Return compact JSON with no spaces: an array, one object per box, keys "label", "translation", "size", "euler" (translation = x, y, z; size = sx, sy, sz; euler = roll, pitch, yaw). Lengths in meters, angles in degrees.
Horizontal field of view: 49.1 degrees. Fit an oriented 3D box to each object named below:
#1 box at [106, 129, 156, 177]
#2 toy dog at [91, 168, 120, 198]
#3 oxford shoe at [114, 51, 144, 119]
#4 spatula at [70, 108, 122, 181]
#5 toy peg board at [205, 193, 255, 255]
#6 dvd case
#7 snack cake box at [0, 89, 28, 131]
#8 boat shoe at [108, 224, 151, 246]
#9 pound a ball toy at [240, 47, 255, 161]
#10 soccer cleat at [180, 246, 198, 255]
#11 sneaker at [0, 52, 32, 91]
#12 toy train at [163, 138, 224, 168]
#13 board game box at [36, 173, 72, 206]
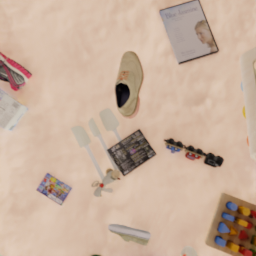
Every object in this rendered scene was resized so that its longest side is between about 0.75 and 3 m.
[{"label":"box","translation":[0.101,0.743,8.430],"size":[1.197,0.261,0.959],"euler":[-34,84,-10]},{"label":"toy dog","translation":[-0.577,1.647,8.261],"size":[0.989,0.652,0.476],"euler":[-44,115,2]},{"label":"oxford shoe","translation":[-0.002,-1.114,6.596],"size":[0.609,0.635,1.722],"euler":[-7,72,20]},{"label":"spatula","translation":[-0.694,0.554,8.579],"size":[1.421,0.164,2.043],"euler":[-29,82,-6]},{"label":"toy peg board","translation":[3.267,2.890,7.903],"size":[1.599,0.785,1.605],"euler":[21,82,3]},{"label":"dvd case","translation":[1.975,-3.154,9.129],"size":[1.394,0.171,1.954],"euler":[-18,82,-2]},{"label":"snack cake box","translation":[-4.021,-0.714,8.578],"size":[1.568,0.527,0.902],"euler":[35,85,5]},{"label":"boat shoe","translation":[0.018,3.082,8.051],"size":[1.271,0.458,0.394],"euler":[14,83,-1]},{"label":"pound a ball toy","translation":[3.350,-0.151,6.165],"size":[1.925,1.254,2.952],"euler":[25,58,-34]},{"label":"soccer cleat","translation":[1.236,3.102,4.818],"size":[0.772,0.690,1.990],"euler":[10,48,-9]},{"label":"sneaker","translation":[-4.034,-1.953,8.620],"size":[2.064,0.832,0.771],"euler":[34,85,4]},{"label":"toy train","translation":[1.944,0.773,8.478],"size":[1.902,0.324,0.436],"euler":[20,94,2]},{"label":"board game box","translation":[-2.210,1.835,8.380],"size":[0.895,0.154,0.606],"euler":[31,83,4]}]
